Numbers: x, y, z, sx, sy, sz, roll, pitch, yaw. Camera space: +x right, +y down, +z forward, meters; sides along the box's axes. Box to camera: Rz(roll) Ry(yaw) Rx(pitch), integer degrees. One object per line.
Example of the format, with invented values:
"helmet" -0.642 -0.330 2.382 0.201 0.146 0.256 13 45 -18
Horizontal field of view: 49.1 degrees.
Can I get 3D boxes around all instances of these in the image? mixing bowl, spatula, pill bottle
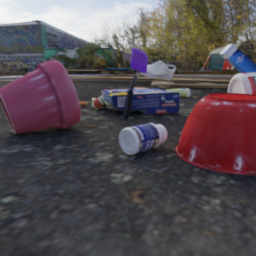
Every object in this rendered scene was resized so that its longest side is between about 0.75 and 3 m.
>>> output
"mixing bowl" 2.486 -0.041 6.619 2.656 1.439 2.656 0 14 0
"spatula" 0.186 -1.521 9.946 0.738 2.610 0.268 14 -1 -31
"pill bottle" 4.255 -0.968 8.176 2.305 1.335 1.335 -4 14 -3
"pill bottle" 0.414 0.243 7.029 1.189 0.660 0.660 -12 18 -40

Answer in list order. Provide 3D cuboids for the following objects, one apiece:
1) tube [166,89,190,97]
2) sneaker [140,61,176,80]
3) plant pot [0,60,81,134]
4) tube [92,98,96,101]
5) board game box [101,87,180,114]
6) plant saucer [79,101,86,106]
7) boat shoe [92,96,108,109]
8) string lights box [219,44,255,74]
"tube" 2.922 -2.235 17.907 2.089 0.542 0.606 6 -30 34
"sneaker" 1.090 -2.264 10.664 1.776 0.629 0.649 -3 41 -41
"plant pot" -2.864 -0.815 8.833 1.980 2.213 2.213 -23 22 -24
"tube" -1.793 -1.505 15.326 0.270 0.302 1.039 -38 13 0
"board game box" 0.369 -1.294 12.909 2.987 0.921 2.985 -4 13 -15
"plant saucer" -2.542 -1.229 14.301 0.830 0.155 0.830 1 14 0
"boat shoe" -1.335 -1.175 13.340 0.493 0.561 1.577 -35 4 9
"string lights box" 4.267 -2.438 10.569 1.611 0.475 0.828 41 15 -3
